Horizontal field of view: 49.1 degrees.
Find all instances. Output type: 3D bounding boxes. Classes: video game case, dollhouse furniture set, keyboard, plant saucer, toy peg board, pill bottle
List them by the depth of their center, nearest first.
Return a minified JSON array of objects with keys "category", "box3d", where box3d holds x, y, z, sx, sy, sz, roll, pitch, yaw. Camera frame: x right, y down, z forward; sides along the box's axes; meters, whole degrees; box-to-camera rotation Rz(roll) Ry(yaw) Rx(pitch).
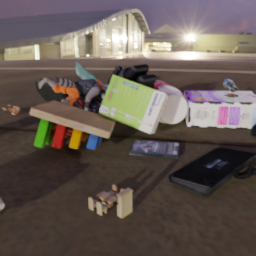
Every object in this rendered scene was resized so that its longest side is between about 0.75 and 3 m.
[{"category":"dollhouse furniture set","box3d":[-0.300,1.377,5.546,0.755,0.491,0.693,16,23,40]},{"category":"keyboard","box3d":[2.343,1.052,6.898,1.569,0.335,2.614,8,19,43]},{"category":"video game case","box3d":[0.825,0.631,8.490,1.415,0.134,1.011,3,18,12]},{"category":"toy peg board","box3d":[-1.686,0.092,8.753,2.258,1.109,2.267,17,11,-2]},{"category":"pill bottle","box3d":[1.434,-1.067,11.562,1.490,1.490,2.655,-3,18,-10]},{"category":"plant saucer","box3d":[-1.877,-2.515,15.606,2.951,0.530,2.951,40,5,-4]}]

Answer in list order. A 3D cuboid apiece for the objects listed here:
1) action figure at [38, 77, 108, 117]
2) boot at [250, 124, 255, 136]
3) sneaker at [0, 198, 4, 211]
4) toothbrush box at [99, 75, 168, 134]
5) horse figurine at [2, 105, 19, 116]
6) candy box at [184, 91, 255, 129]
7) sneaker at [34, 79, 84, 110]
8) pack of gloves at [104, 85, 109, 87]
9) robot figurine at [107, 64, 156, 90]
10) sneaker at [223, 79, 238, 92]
[{"category":"action figure","box3d":[-1.717,-1.281,10.910,2.624,1.419,2.713,-15,40,-45]},{"category":"boot","box3d":[4.841,0.135,9.542,1.092,0.417,0.917,-5,13,-37]},{"category":"sneaker","box3d":[-3.395,1.219,5.310,2.263,0.928,0.846,6,19,19]},{"category":"toothbrush box","box3d":[0.189,-0.774,9.403,1.911,1.391,0.823,22,5,15]},{"category":"horse figurine","box3d":[-5.257,-0.835,12.796,0.720,0.271,1.087,10,11,-6]},{"category":"candy box","box3d":[3.844,-0.817,11.491,2.943,1.053,2.469,2,18,7]},{"category":"sneaker","box3d":[-2.719,-1.332,12.273,2.989,1.559,0.897,7,20,23]},{"category":"pack of gloves","box3d":[-0.347,-2.276,16.303,2.418,0.477,2.031,9,19,-11]},{"category":"robot figurine","box3d":[0.029,-1.319,10.895,1.567,2.511,1.886,20,48,-19]},{"category":"sneaker","box3d":[4.206,-1.840,11.672,0.358,0.396,0.929,-28,-38,31]}]
